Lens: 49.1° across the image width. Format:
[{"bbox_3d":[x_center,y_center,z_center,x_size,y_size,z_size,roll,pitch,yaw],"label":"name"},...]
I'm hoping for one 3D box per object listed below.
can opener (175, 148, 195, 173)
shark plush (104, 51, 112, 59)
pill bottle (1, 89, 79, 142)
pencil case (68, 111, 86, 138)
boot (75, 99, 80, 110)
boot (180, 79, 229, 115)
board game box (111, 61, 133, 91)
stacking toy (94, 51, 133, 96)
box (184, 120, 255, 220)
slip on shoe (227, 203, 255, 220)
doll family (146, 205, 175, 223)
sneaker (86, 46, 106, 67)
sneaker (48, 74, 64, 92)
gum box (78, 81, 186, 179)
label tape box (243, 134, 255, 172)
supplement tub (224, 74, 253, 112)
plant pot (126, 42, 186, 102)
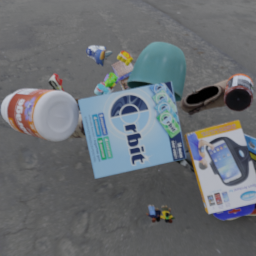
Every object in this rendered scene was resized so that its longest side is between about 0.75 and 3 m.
[{"bbox_3d":[1.696,0.807,9.100,0.577,0.728,2.191,-46,43,-17],"label":"can opener"},{"bbox_3d":[-1.038,-3.037,11.966,0.355,0.388,0.853,27,52,20],"label":"shark plush"},{"bbox_3d":[-2.675,-0.437,8.165,2.449,1.374,1.374,9,36,42],"label":"pill bottle"},{"bbox_3d":[-1.530,-0.169,9.901,2.732,1.063,1.222,-1,18,43],"label":"pencil case"},{"bbox_3d":[-2.766,-1.131,14.167,1.190,0.445,0.577,-26,43,-32],"label":"boot"},{"bbox_3d":[3.171,-1.226,10.126,2.651,1.938,0.931,-28,80,12],"label":"boot"},{"bbox_3d":[0.034,-2.104,12.658,0.775,1.600,1.275,-26,41,0],"label":"board game box"},{"bbox_3d":[-0.665,-1.348,8.627,0.483,1.551,2.058,34,40,-5],"label":"stacking toy"},{"bbox_3d":[2.629,1.202,7.682,1.510,0.526,2.536,-15,79,5],"label":"box"},{"bbox_3d":[3.711,2.665,9.382,1.753,0.536,0.649,-4,41,-3],"label":"slip on shoe"},{"bbox_3d":[0.881,2.379,7.610,0.861,0.338,0.498,3,45,-8],"label":"doll family"},{"bbox_3d":[-1.200,-2.655,10.254,0.707,0.604,1.604,9,21,-8],"label":"sneaker"},{"bbox_3d":[-2.638,-1.629,10.735,0.435,1.130,0.480,14,64,13],"label":"sneaker"},{"bbox_3d":[0.116,0.046,7.677,2.540,2.158,0.566,-12,4,-4],"label":"gum box"},{"bbox_3d":[4.061,1.199,7.672,0.773,2.340,1.676,-21,1,8],"label":"label tape box"},{"bbox_3d":[3.758,-1.278,9.498,0.888,0.888,1.661,14,34,16],"label":"supplement tub"},{"bbox_3d":[1.254,-2.245,11.027,2.239,2.239,1.797,15,84,18],"label":"plant pot"}]
